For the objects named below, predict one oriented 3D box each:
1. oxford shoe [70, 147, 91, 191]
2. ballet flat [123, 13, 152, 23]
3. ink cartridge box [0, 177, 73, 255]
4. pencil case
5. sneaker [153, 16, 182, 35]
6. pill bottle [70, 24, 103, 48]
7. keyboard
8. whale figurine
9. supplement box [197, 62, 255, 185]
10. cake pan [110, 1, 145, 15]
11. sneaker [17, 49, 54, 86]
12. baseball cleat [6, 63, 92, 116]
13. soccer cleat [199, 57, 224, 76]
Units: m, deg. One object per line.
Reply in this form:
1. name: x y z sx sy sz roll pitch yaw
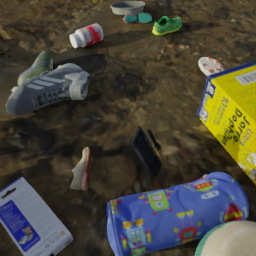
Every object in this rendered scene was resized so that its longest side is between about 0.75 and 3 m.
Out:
1. oxford shoe: -1.147 0.953 6.820 0.433 0.416 1.174 -1 48 5
2. ballet flat: 0.384 -4.603 11.713 1.189 0.411 0.423 -6 28 -5
3. ink cartridge box: -2.118 1.964 5.982 0.910 0.356 1.922 -37 61 -27
4. pencil case: 0.946 1.686 5.698 2.849 1.112 1.238 -13 41 -11
5. sneaker: 1.616 -4.135 11.118 1.439 0.601 0.533 -30 54 -24
6. pill bottle: -1.552 -3.421 10.473 1.146 0.643 0.643 -29 55 -22
7. keyboard: 0.487 0.455 6.239 0.134 1.297 0.824 -4 45 30
8. whale figurine: 2.127 2.904 4.770 2.035 1.327 2.558 -22 77 -19
9. supplement box: 3.218 -0.142 7.036 1.513 1.503 2.762 -19 52 -16
10. cake pan: -0.011 -5.160 12.024 1.501 0.275 1.501 -3 35 2
11. sneaker: -2.722 -1.834 9.160 0.836 0.624 1.862 20 52 8
12. baseball cleat: -2.174 -1.082 8.223 1.418 0.929 2.665 29 56 27
13. soccer cleat: 2.889 -1.582 8.722 1.692 0.656 0.586 38 79 14
